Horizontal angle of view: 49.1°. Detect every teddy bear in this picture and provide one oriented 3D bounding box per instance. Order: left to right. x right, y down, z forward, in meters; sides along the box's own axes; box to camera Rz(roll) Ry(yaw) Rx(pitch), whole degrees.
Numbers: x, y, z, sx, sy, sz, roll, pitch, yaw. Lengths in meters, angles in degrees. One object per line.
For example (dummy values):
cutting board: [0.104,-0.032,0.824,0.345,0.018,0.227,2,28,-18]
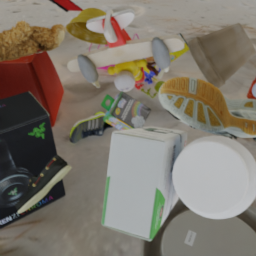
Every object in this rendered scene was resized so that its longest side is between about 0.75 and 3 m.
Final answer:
teddy bear: [-2.652,-2.122,6.812,2.362,0.788,1.712,-15,13,-4]

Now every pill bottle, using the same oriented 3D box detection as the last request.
pill bottle: [1.234,0.669,3.878,1.049,1.049,1.930,21,0,25]

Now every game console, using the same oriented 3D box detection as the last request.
game console: [-2.025,-4.071,8.632,0.642,0.932,1.081,-21,-11,22]

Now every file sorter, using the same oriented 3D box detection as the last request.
file sorter: [-0.555,-3.564,12.847,2.070,1.298,1.438,14,71,23]

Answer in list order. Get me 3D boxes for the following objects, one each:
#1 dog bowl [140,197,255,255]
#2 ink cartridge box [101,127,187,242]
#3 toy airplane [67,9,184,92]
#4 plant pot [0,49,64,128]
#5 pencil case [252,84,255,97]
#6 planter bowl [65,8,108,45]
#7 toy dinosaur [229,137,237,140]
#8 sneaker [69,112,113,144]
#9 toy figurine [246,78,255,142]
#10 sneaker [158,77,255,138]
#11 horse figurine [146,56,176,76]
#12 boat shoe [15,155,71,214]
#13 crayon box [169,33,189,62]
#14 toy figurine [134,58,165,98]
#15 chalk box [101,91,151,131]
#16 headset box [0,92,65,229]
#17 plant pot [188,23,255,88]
dog bowl: [1.693,2.669,5.664,2.929,0.859,2.929,0,37,0]
ink cartridge box: [0.363,0.701,4.428,0.769,1.335,1.829,9,5,20]
toy airplane: [-0.126,-1.833,7.357,2.441,2.451,1.730,7,72,-27]
plant pot: [-3.949,-1.676,10.105,2.634,2.323,2.636,-1,37,-2]
pencil case: [3.690,-1.005,7.491,0.421,0.459,1.012,26,19,39]
planter bowl: [-1.254,-3.864,10.416,1.989,0.828,1.989,10,-4,1]
toy dinosaur: [2.171,-0.171,5.934,0.496,2.091,0.922,-41,91,-1]
sneaker: [-1.210,0.030,9.308,0.695,0.635,1.718,31,49,29]
toy figurine: [5.257,-0.558,9.264,2.519,1.780,2.559,6,36,-1]
sneaker: [1.232,-0.179,4.323,1.926,0.844,0.728,16,76,-19]
horse figurine: [0.995,-2.327,9.300,1.027,0.387,1.550,13,52,26]
boat shoe: [-1.732,1.112,5.538,0.417,0.487,1.330,43,86,7]
crayon box: [1.670,-2.915,10.450,1.088,0.691,0.276,-31,13,28]
toy figurine: [0.830,-2.391,11.841,1.170,1.328,2.217,-20,41,-24]
chalk box: [-0.140,-0.372,6.653,1.085,0.671,0.675,31,71,-11]
headset box: [-2.982,0.789,6.470,2.477,2.845,1.320,-23,43,-28]
plant pot: [2.634,-2.070,7.687,1.373,1.582,1.582,-30,29,25]
